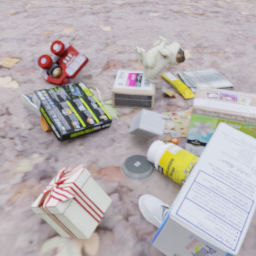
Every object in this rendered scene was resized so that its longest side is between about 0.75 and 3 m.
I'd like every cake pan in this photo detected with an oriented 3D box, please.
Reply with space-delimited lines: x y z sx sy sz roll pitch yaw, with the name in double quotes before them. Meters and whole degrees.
"cake pan" 0.362 1.439 10.494 1.219 0.224 1.219 0 37 0

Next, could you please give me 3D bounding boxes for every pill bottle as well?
"pill bottle" 1.687 1.255 9.896 1.991 1.120 1.120 29 46 33

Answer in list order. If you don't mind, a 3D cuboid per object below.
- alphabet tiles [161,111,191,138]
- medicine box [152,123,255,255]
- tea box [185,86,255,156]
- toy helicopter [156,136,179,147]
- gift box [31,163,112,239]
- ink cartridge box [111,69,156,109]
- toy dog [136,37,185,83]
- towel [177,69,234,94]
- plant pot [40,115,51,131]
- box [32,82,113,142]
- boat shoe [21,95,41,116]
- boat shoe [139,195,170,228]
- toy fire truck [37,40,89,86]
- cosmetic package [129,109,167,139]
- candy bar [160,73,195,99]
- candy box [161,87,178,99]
"alphabet tiles" 2.485 -0.202 12.788 2.250 0.071 1.873 -5 37 -7
"medicine box" 1.982 1.766 6.829 1.426 2.523 2.770 30 58 16
"tea box" 3.560 -0.104 10.715 2.386 2.348 1.595 10 41 13
"toy helicopter" 1.334 0.841 11.063 0.942 0.562 1.424 26 54 24
"gift box" -1.543 2.032 7.971 1.706 1.593 1.575 -21 26 39
"ink cartridge box" 0.360 -2.075 14.533 2.115 0.964 2.568 4 38 4
"toy dog" 1.687 -3.340 13.467 2.127 2.063 1.484 -18 12 -2
"towel" 4.291 -2.746 15.866 2.505 0.433 2.412 -8 38 -10
"plant pot" -3.419 -0.336 12.378 0.637 0.910 0.910 -7 35 -35
"box" -2.415 -0.800 12.191 2.551 0.628 2.641 -18 58 -40
"boat shoe" -4.537 -1.186 13.599 1.804 0.675 0.558 29 47 31
"boat shoe" 1.128 2.686 8.369 0.821 0.781 2.280 -19 41 -24
"toy fire truck" -3.646 -3.457 15.640 2.516 1.411 2.113 -48 67 4
"cosmetic package" 0.720 -0.102 10.974 0.993 0.838 1.859 16 -7 -7
"candy bar" 2.691 -2.394 15.489 0.721 0.320 2.892 -11 38 -20
"candy box" 2.151 -1.854 14.677 0.476 0.230 0.816 16 20 -46
